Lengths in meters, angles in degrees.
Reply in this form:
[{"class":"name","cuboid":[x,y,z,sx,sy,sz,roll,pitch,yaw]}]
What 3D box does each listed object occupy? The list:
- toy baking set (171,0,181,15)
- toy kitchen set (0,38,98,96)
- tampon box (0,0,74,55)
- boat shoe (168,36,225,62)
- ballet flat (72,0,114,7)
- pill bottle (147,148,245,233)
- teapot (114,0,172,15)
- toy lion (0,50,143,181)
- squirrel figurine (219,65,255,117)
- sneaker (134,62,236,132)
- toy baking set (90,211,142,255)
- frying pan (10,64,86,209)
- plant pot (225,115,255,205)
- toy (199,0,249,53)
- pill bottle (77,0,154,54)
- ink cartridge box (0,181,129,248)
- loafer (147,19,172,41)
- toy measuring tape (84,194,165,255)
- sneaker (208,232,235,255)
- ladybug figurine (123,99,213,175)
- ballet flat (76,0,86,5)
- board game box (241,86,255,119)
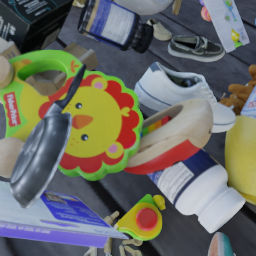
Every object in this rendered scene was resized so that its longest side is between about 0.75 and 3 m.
[{"class":"toy baking set","cuboid":[1.379,-4.206,8.520,0.166,1.427,1.095,-13,58,-7]},{"class":"toy kitchen set","cuboid":[-1.516,-1.372,5.965,1.648,1.822,2.019,33,67,29]},{"class":"tampon box","cuboid":[-2.811,-2.911,6.200,2.448,1.545,1.834,40,47,-8]},{"class":"boat shoe","cuboid":[1.657,-1.896,6.608,1.381,0.440,0.488,2,71,-6]},{"class":"ballet flat","cuboid":[-1.554,-5.500,12.010,2.127,0.752,0.752,-14,52,-10]},{"class":"pill bottle","cuboid":[1.311,1.039,6.235,1.332,1.332,2.399,-29,57,-22]},{"class":"teapot","cuboid":[0.071,-4.246,7.497,1.824,2.498,2.465,11,37,35]},{"class":"toy lion","cuboid":[-0.920,-0.246,4.121,2.115,0.758,2.207,-19,69,-5]},{"class":"squirrel figurine","cuboid":[3.391,-0.601,7.725,1.593,1.208,1.707,-31,54,-15]},{"class":"sneaker","cuboid":[1.271,-0.551,5.332,2.292,0.812,0.837,15,40,-24]},{"class":"toy baking set","cuboid":[-0.353,2.445,5.850,1.435,0.167,1.102,-30,57,-22]},{"class":"frying pan","cuboid":[-0.559,-0.020,2.129,0.209,0.776,1.283,28,81,-26]},{"class":"plant pot","cuboid":[3.024,0.884,6.119,2.164,2.164,1.536,22,78,17]},{"class":"toy","cuboid":[1.781,-2.351,5.656,0.986,0.404,1.712,-29,93,-36]},{"class":"pill bottle","cuboid":[-0.234,-2.052,5.685,1.429,0.799,0.799,17,47,-21]},{"class":"ink cartridge box","cuboid":[-1.128,1.126,3.568,1.701,1.717,0.373,22,82,-32]},{"class":"loafer","cuboid":[1.146,-3.771,10.716,0.483,0.436,1.277,-37,60,-26]},{"class":"toy measuring tape","cuboid":[0.040,2.191,5.694,2.141,0.788,0.788,-38,60,-24]},{"class":"sneaker","cuboid":[1.926,2.894,5.257,0.699,0.625,1.750,11,54,-2]},{"class":"ladybug figurine","cuboid":[0.546,0.218,4.579,1.917,0.690,1.301,-28,15,27]},{"class":"ballet flat","cuboid":[-0.779,-3.286,6.113,0.682,0.682,1.929,-39,20,-27]},{"class":"board game box","cuboid":[2.971,-0.560,4.039,2.510,0.775,2.511,-43,101,-14]}]
